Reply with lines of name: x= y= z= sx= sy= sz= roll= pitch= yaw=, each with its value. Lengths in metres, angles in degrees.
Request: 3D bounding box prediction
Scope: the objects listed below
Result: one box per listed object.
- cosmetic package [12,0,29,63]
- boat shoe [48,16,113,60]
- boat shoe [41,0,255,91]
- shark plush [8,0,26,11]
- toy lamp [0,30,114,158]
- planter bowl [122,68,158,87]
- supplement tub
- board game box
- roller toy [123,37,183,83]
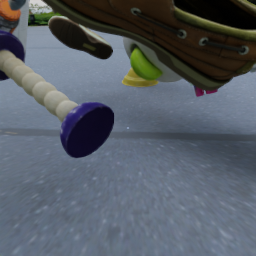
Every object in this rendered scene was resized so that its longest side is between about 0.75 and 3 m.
cosmetic package: x=-3.042 y=-2.509 z=6.933 sx=0.922 sy=1.818 sz=0.648 roll=13 pitch=26 yaw=-6
boat shoe: x=-1.480 y=-2.839 z=8.668 sx=2.133 sy=0.764 sz=0.812 roll=24 pitch=34 yaw=-37
boat shoe: x=0.162 y=-1.070 z=2.108 sx=2.126 sy=0.765 sz=0.723 roll=23 pitch=-24 yaw=-17
shark plush: x=-1.476 y=-2.484 z=4.271 sx=0.965 sy=1.052 sz=2.317 roll=-21 pitch=25 yaw=-16
toy lamp: x=-1.311 y=-0.617 z=3.642 sx=0.767 sy=0.767 sz=2.634 roll=-23 pitch=50 yaw=-41
planter bowl: x=0.483 y=-2.145 z=11.309 sx=1.474 sy=0.614 sz=1.474 roll=0 pitch=24 yaw=0
supplement tub: x=-2.553 y=-2.111 z=5.612 sx=0.919 sy=0.563 sz=0.563 roll=-28 pitch=2 yaw=40
board game box: x=2.939 y=-1.226 z=4.969 sx=2.694 sy=0.348 sz=2.693 roll=-22 pitch=8 yaw=-30
roller toy: x=1.078 y=-2.286 z=6.507 sx=2.102 sy=2.304 sz=1.610 roll=-2 pitch=-10 yaw=-24
